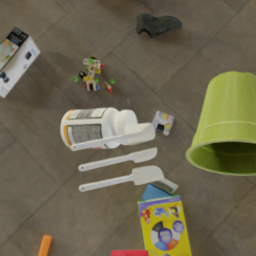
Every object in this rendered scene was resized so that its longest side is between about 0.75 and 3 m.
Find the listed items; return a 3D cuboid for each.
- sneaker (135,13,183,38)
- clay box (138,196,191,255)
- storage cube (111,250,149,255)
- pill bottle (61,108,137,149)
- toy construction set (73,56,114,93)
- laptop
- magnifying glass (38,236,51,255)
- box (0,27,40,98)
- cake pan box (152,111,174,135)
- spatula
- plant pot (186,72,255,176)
[{"bbox_3d":[1.303,-4.330,12.113,2.055,0.781,0.933,6,88,8],"label":"sneaker"},{"bbox_3d":[1.376,4.058,10.337,1.626,0.674,2.830,-10,78,-1],"label":"clay box"},{"bbox_3d":[0.054,3.992,7.361,1.173,1.054,1.003,-5,112,12],"label":"storage cube"},{"bbox_3d":[-0.931,0.025,9.147,2.273,1.323,1.323,-1,77,23],"label":"pill bottle"},{"bbox_3d":[-1.301,-2.153,11.344,1.579,1.214,1.317,35,81,6],"label":"toy construction set"},{"bbox_3d":[1.206,2.450,10.716,1.024,1.093,0.634,27,47,4],"label":"laptop"},{"bbox_3d":[-3.294,5.184,10.346,0.907,0.255,2.280,13,78,3],"label":"magnifying glass"},{"bbox_3d":[-4.805,-2.592,11.315,0.763,1.481,2.539,34,79,4],"label":"box"},{"bbox_3d":[1.391,-0.177,11.452,0.771,0.219,0.837,22,79,7],"label":"cake pan box"},{"bbox_3d":[-0.318,0.846,7.636,2.334,0.187,1.623,-12,95,2],"label":"spatula"},{"bbox_3d":[3.240,-0.202,8.523,2.724,2.724,2.587,10,64,2],"label":"plant pot"}]
